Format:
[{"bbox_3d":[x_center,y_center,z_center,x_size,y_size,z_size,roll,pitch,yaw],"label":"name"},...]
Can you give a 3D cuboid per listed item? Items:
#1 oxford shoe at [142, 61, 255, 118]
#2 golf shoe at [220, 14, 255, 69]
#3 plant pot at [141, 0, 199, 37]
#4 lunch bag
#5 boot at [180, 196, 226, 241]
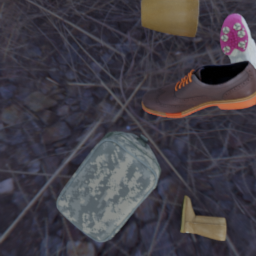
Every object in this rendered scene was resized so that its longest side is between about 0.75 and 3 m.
[{"bbox_3d":[1.511,-0.984,6.590,2.928,1.062,1.042,-8,52,31],"label":"oxford shoe"},{"bbox_3d":[3.397,-2.480,8.460,0.840,2.232,1.021,7,50,39],"label":"golf shoe"},{"bbox_3d":[1.202,-3.461,8.387,1.600,1.491,1.491,-1,65,7],"label":"plant pot"},{"bbox_3d":[-0.332,1.129,6.075,1.437,1.730,2.062,38,103,5],"label":"lunch bag"},{"bbox_3d":[2.320,2.779,8.679,1.341,0.444,1.174,7,79,4],"label":"boot"}]
